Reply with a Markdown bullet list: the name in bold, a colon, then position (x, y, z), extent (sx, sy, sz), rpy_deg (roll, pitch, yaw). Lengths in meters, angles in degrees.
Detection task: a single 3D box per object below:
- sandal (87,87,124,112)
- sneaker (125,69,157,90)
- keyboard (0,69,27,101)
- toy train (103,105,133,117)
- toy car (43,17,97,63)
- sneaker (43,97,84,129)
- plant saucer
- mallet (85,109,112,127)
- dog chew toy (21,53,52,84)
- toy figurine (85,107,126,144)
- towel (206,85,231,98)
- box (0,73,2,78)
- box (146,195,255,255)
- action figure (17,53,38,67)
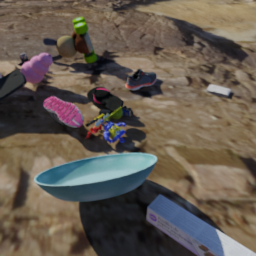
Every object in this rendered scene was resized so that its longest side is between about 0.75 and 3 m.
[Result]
- **sandal**: position (-0.878, -1.086, 9.826), extent (1.831, 0.413, 0.688), rpy_deg (28, 87, 42)
- **sneaker**: position (0.596, -2.074, 11.347), extent (0.654, 0.695, 1.696), rpy_deg (26, 41, 32)
- **keyboard**: position (-4.686, -1.032, 9.644), extent (2.742, 0.543, 1.427), rpy_deg (-32, 52, -3)
- **toy train**: position (-0.439, -0.742, 9.943), extent (1.479, 0.252, 0.339), rpy_deg (25, 49, 30)
- **toy car**: position (-2.779, -3.887, 13.144), extent (2.144, 1.761, 1.692), rpy_deg (-18, 38, -3)
- **sneaker**: position (-1.973, -0.392, 8.988), extent (1.779, 0.778, 0.656), rpy_deg (28, 69, 34)
- **plant saucer**: position (-0.665, 1.082, 6.259), extent (2.705, 0.486, 2.705), rpy_deg (-9, 4, 1)
- **mallet**: position (-1.043, -0.318, 9.157), extent (0.441, 0.275, 1.338), rpy_deg (14, 26, 29)
- **dog chew toy**: position (-3.547, -2.397, 11.038), extent (1.432, 0.892, 0.892), rpy_deg (-36, 31, 21)
- **toy figurine**: position (-0.462, 0.110, 8.699), extent (0.954, 0.840, 1.593), rpy_deg (43, 41, 5)
- **towel**: position (3.556, -1.464, 11.004), extent (0.873, 0.151, 0.579), rpy_deg (19, 41, 23)
- **box**: position (-6.535, -2.753, 10.821), extent (2.448, 2.435, 1.600), rpy_deg (-22, 42, -27)
- **box**: position (1.505, 2.265, 5.682), extent (2.503, 0.484, 0.519), rpy_deg (26, 44, 31)
- **action figure**: position (-4.307, -2.918, 12.435), extent (0.925, 0.794, 1.556), rpy_deg (-13, 36, -42)
